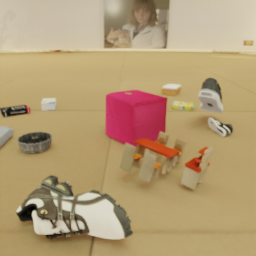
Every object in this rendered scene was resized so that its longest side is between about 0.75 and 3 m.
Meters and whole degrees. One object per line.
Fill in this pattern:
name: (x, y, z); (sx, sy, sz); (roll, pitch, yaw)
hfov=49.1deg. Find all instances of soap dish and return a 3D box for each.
soap dish: (2.405, -2.120, 15.547); (0.875, 0.452, 1.112); (9, 22, 24)

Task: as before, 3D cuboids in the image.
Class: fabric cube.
fabric cube: (0.243, -0.362, 9.223); (1.450, 1.478, 1.474); (-14, 24, -36)

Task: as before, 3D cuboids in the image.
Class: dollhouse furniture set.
dollhouse furniture set: (1.013, 0.625, 6.821); (1.836, 0.956, 1.856); (22, 19, 28)

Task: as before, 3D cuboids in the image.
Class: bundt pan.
bundt pan: (-2.822, 0.470, 8.527); (1.033, 0.388, 1.033); (0, 19, 0)

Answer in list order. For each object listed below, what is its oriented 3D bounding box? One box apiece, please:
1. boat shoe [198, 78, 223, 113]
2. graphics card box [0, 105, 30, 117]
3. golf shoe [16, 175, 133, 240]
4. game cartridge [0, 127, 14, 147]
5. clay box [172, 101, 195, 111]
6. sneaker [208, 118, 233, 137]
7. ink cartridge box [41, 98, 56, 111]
boat shoe: (3.129, -1.120, 10.405); (0.878, 0.724, 2.557); (13, -6, 20)
graphics card box: (-4.836, -0.738, 12.001); (1.095, 0.278, 0.687); (-12, 24, -32)
golf shoe: (-1.001, 1.613, 4.906); (2.304, 0.896, 1.089); (5, 28, 37)
game cartridge: (-4.955, 0.355, 8.852); (2.166, 0.450, 1.442); (0, 24, -1)
clay box: (2.519, -0.993, 12.723); (0.948, 0.226, 0.545); (7, 28, 15)
sneaker: (3.296, -0.059, 9.885); (0.548, 0.358, 0.980); (-13, 39, -17)
ink cartridge box: (-3.628, -1.083, 12.833); (0.611, 0.353, 0.837); (-3, 20, -9)
